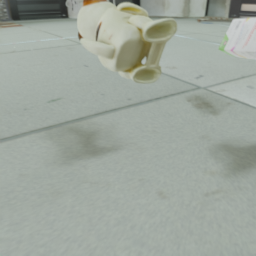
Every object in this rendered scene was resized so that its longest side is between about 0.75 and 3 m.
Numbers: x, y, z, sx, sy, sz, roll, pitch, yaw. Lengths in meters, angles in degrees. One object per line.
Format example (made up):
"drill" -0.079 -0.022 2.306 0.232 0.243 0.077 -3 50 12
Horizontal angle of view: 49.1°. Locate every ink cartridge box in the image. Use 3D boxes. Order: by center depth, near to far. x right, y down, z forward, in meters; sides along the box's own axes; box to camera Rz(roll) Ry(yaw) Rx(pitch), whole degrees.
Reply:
"ink cartridge box" 4.639 -3.386 10.648 0.783 1.362 2.326 21 12 -21

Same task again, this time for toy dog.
"toy dog" -0.415 -2.445 7.550 2.485 1.788 2.563 -20 50 -27
